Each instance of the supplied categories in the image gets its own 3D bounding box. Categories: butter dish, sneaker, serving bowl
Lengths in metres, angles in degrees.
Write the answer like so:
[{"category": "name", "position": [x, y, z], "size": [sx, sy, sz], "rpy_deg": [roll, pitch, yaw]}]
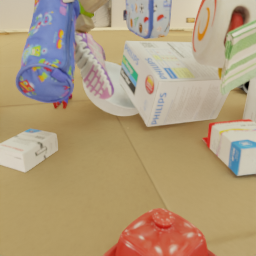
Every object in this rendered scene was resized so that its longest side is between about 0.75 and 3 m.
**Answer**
[{"category": "butter dish", "position": [0.478, 1.622, 3.970], "size": [1.364, 1.008, 1.360], "rpy_deg": [-21, 32, -40]}, {"category": "sneaker", "position": [5.802, -1.868, 12.035], "size": [2.279, 0.860, 1.297], "rpy_deg": [1, 24, 16]}, {"category": "sneaker", "position": [-0.910, -1.765, 7.603], "size": [0.922, 2.085, 0.838], "rpy_deg": [-29, -5, -45]}, {"category": "serving bowl", "position": [-0.493, -1.289, 10.012], "size": [2.532, 0.833, 2.532], "rpy_deg": [19, 40, -17]}]

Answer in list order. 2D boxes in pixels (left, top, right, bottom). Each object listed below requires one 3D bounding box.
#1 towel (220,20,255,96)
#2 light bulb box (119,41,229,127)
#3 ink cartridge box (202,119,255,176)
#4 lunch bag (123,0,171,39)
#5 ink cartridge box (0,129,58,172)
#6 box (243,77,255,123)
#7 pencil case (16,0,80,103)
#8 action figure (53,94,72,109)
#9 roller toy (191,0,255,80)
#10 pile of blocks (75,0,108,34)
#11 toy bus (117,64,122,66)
[{"category": "towel", "position": [1.583, -0.960, 3.752], "size": [0.773, 1.014, 0.119], "rpy_deg": [-29, 52, -12]}, {"category": "light bulb box", "position": [1.437, -1.576, 9.308], "size": [2.689, 1.678, 2.665], "rpy_deg": [-6, 42, -23]}, {"category": "ink cartridge box", "position": [2.830, 0.340, 7.109], "size": [1.206, 0.698, 2.076], "rpy_deg": [-5, 22, -8]}, {"category": "lunch bag", "position": [0.418, -3.130, 7.055], "size": [0.710, 1.506, 1.879], "rpy_deg": [-13, 33, -16]}, {"category": "ink cartridge box", "position": [-2.509, 0.520, 7.026], "size": [0.898, 0.518, 1.230], "rpy_deg": [11, 26, 23]}, {"category": "box", "position": [4.560, -1.031, 9.071], "size": [1.094, 1.674, 1.665], "rpy_deg": [15, 28, 30]}, {"category": "pencil case", "position": [-1.662, -1.960, 6.219], "size": [1.228, 1.104, 2.828], "rpy_deg": [-25, 52, 35]}, {"category": "action figure", "position": [-2.540, -1.233, 11.128], "size": [0.568, 0.449, 1.737], "rpy_deg": [-3, 21, -1]}, {"category": "roller toy", "position": [2.609, -2.467, 6.937], "size": [1.551, 2.219, 2.024], "rpy_deg": [8, -19, -5]}, {"category": "pile of blocks", "position": [-1.567, -3.124, 8.459], "size": [1.119, 2.726, 0.847], "rpy_deg": [37, 19, 9]}, {"category": "toy bus", "position": [-0.148, -2.141, 11.962], "size": [2.622, 1.355, 2.474], "rpy_deg": [-20, 31, -37]}]
